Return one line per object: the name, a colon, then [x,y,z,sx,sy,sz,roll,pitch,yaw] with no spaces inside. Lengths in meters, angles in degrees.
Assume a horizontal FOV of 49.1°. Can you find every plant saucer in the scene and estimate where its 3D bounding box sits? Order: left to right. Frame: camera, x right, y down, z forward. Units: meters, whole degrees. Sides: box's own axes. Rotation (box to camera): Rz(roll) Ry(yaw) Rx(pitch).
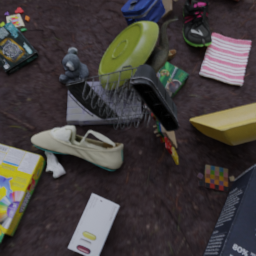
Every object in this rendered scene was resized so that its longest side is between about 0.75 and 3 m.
plant saucer: [-0.137,-2.304,8.558,0.391,2.518,2.518,35,60,-30]
plant saucer: [3.237,-0.123,7.789,2.431,2.430,0.589,-13,99,-4]

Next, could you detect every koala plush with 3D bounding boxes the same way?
koala plush: [-1.840,-2.089,9.353,0.962,1.047,0.928,6,63,3]

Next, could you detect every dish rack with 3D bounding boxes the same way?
dish rack: [-0.221,-0.626,7.248,2.743,2.104,0.748,-5,57,30]

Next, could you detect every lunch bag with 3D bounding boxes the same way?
lunch bag: [0.505,-4.301,10.144,1.088,1.060,1.602,13,58,38]

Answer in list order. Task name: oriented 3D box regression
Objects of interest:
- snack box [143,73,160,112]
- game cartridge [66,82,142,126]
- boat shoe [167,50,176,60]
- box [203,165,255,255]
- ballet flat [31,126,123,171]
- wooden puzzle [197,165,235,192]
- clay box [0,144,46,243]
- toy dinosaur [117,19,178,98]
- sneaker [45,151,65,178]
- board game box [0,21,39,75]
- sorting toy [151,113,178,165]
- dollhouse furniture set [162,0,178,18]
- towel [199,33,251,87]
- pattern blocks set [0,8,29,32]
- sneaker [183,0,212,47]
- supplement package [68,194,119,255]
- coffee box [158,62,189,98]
snack box: [0.769,-1.197,8.985,0.160,0.474,1.318,9,80,25]
game cartridge: [-0.771,-0.808,9.077,2.358,0.453,1.529,-2,67,-1]
boat shoe: [1.419,-2.609,10.052,0.759,0.280,0.287,-35,68,-17]
box: [3.212,2.757,6.481,2.210,1.558,2.987,28,68,12]
ballet flat: [-1.415,0.404,8.077,2.743,0.953,0.953,17,64,1]
wooden puzzle: [2.516,1.439,8.024,1.128,0.079,0.669,12,64,-5]
clay box: [-3.452,1.787,7.615,1.447,0.599,2.518,15,64,8]
toy dinosaur: [0.663,-2.065,8.604,2.723,1.048,1.393,-36,53,18]
sneaker: [-2.236,1.058,8.142,0.461,0.362,0.928,-34,67,-12]
board game box: [-4.305,-2.927,10.174,1.311,0.273,1.939,-37,69,-12]
sorting toy: [1.047,0.047,8.281,0.370,1.054,2.187,-20,53,19]
dollhouse furniture set: [2.360,-4.941,10.710,1.575,1.498,1.284,8,78,-26]
towel: [3.476,-2.476,9.951,1.495,0.306,2.042,17,64,11]
pattern blocks set: [-4.423,-4.147,10.940,1.127,0.104,1.282,-30,67,-14]
sneaker: [2.481,-4.044,10.260,1.008,1.100,2.627,-8,63,3]
supplement package: [-0.820,2.359,6.814,0.721,1.013,1.300,23,74,-1]
coffee box: [1.142,-1.811,9.593,1.590,0.350,0.978,35,70,17]
